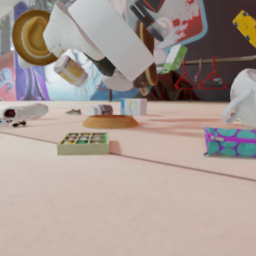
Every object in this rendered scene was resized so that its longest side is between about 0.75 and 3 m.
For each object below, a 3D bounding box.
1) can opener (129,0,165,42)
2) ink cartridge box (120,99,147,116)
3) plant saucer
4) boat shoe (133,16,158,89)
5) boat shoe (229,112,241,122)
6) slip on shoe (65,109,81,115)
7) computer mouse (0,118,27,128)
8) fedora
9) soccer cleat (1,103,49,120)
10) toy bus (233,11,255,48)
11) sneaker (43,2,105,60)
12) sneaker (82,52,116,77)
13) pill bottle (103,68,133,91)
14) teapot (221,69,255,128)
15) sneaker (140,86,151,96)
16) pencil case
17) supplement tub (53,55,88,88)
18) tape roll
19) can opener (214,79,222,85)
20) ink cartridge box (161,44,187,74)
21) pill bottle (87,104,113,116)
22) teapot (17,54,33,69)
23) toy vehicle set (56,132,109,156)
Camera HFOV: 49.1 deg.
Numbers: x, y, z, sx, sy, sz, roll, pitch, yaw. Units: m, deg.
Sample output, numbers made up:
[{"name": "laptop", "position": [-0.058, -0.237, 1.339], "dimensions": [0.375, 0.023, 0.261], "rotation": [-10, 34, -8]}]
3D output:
[{"name": "can opener", "position": [0.619, -3.147, 8.343], "dimensions": [1.413, 0.377, 0.472], "rotation": [40, 21, -29]}, {"name": "ink cartridge box", "position": [0.363, -1.319, 17.892], "dimensions": [1.427, 1.032, 1.051], "rotation": [4, 8, 26]}, {"name": "plant saucer", "position": [-0.780, -0.306, 12.289], "dimensions": [2.432, 0.455, 2.432], "rotation": [-1, 7, 0]}, {"name": "boat shoe", "position": [0.500, -3.039, 11.326], "dimensions": [1.021, 2.903, 1.022], "rotation": [-7, -9, 35]}, {"name": "boat shoe", "position": [5.801, -0.693, 14.268], "dimensions": [0.785, 0.707, 2.182], "rotation": [0, 7, 2]}, {"name": "slip on shoe", "position": [-3.613, -1.053, 18.355], "dimensions": [1.303, 0.395, 0.495], "rotation": [5, 9, 35]}, {"name": "computer mouse", "position": [-5.319, -0.214, 12.103], "dimensions": [1.615, 0.354, 0.885], "rotation": [6, 12, 3]}, {"name": "fedora", "position": [-3.506, -3.605, 11.078], "dimensions": [2.256, 2.256, 0.920], "rotation": [-3, 7, -20]}, {"name": "soccer cleat", "position": [-5.502, -0.794, 14.985], "dimensions": [2.447, 0.855, 1.057], "rotation": [-8, 13, -14]}, {"name": "toy bus", "position": [4.716, -3.689, 10.605], "dimensions": [0.709, 0.589, 1.811], "rotation": [12, 43, -30]}, {"name": "sneaker", "position": [-1.940, -2.948, 9.891], "dimensions": [2.675, 1.546, 0.986], "rotation": [49, 32, 17]}, {"name": "sneaker", "position": [-1.172, -3.351, 11.994], "dimensions": [0.880, 1.319, 2.303], "rotation": [-5, 46, -49]}, {"name": "pill bottle", "position": [-0.338, -3.499, 14.882], "dimensions": [1.611, 2.784, 1.611], "rotation": [8, -20, 3]}, {"name": "teapot", "position": [5.336, -0.958, 11.614], "dimensions": [2.845, 2.078, 2.808], "rotation": [24, 34, 0]}, {"name": "sneaker", "position": [0.825, -2.181, 12.854], "dimensions": [0.497, 1.392, 0.556], "rotation": [28, 52, 29]}, {"name": "pencil case", "position": [2.536, 0.329, 6.337], "dimensions": [1.609, 0.685, 0.744], "rotation": [1, -9, 16]}, {"name": "supplement tub", "position": [-2.658, -2.620, 13.089], "dimensions": [1.403, 1.020, 1.020], "rotation": [38, -18, -35]}, {"name": "tape roll", "position": [-0.418, -2.559, 7.823], "dimensions": [0.922, 2.635, 2.635], "rotation": [-41, 1, 10]}, {"name": "can opener", "position": [3.595, -1.877, 11.061], "dimensions": [0.314, 0.250, 0.939], "rotation": [-39, 1, 10]}, {"name": "ink cartridge box", "position": [2.023, -2.953, 12.441], "dimensions": [0.410, 1.383, 0.718], "rotation": [26, -5, -23]}, {"name": "pill bottle", "position": [-1.569, -0.922, 15.748], "dimensions": [0.797, 0.797, 1.375], "rotation": [7, 10, 44]}, {"name": "teapot", "position": [-4.381, -3.207, 12.483], "dimensions": [1.262, 0.922, 1.246], "rotation": [-17, 18, -2]}, {"name": "toy vehicle set", "position": [-1.136, 0.388, 7.543], "dimensions": [1.237, 0.264, 1.991], "rotation": [-1, 7, -5]}]
